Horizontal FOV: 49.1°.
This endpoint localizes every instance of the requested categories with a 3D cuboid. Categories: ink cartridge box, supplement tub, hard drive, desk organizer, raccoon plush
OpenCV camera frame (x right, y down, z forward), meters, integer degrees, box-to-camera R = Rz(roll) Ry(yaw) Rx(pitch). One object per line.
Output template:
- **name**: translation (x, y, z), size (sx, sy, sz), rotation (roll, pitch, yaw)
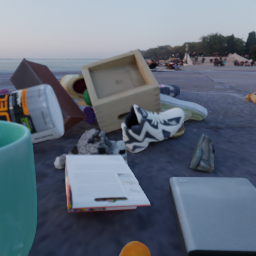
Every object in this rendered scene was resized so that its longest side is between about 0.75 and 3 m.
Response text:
- **ink cartridge box**: translation (-0.382, 0.840, 3.918), size (0.933, 0.431, 1.712), rotation (2, 14, -14)
- **supplement tub**: translation (-2.457, -0.137, 5.934), size (1.950, 1.195, 1.195), rotation (-15, 16, -4)
- **hard drive**: translation (1.175, 1.069, 3.423), size (1.174, 0.277, 1.682), rotation (1, 14, 2)
- **desk organizer**: translation (-2.204, -0.827, 7.716), size (2.228, 0.799, 0.858), rotation (50, 21, 19)
- **raccoon plush**: translation (-0.630, 0.516, 5.331), size (1.284, 0.860, 0.621), rotation (-19, 50, 25)

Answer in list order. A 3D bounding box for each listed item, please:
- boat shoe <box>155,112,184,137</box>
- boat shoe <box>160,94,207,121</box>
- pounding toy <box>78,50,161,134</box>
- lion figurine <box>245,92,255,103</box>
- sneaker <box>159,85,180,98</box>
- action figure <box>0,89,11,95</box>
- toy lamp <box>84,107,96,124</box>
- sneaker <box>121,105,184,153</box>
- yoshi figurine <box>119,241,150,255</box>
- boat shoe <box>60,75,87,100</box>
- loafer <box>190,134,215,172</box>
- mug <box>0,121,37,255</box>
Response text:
- **boat shoe**: translation (0.905, -0.097, 7.159), size (0.693, 0.650, 1.925), rotation (8, 10, 37)
- **boat shoe**: translation (1.572, -0.505, 8.878), size (2.130, 0.661, 0.767), rotation (12, -10, -23)
- **pounding toy**: translation (-0.425, -0.901, 7.819), size (2.147, 1.526, 1.976), rotation (-18, 49, -4)
- **lion figurine**: translation (5.870, -1.377, 13.005), size (0.619, 0.366, 1.010), rotation (-32, 18, 11)
- **sneaker**: translation (1.450, -1.731, 13.829), size (2.124, 0.745, 0.871), rotation (1, 13, 34)
- **action figure**: translation (-4.934, -1.108, 10.353), size (1.159, 1.288, 1.730), rotation (1, 27, 30)
- **toy lamp**: translation (-0.401, -0.610, 9.306), size (2.140, 0.623, 0.623), rotation (-18, 22, -35)
- **sneaker**: translation (0.492, -0.188, 5.931), size (1.481, 0.964, 0.591), rotation (-26, 47, -1)
- **yoshi figurine**: translation (0.463, 1.268, 1.763), size (0.767, 0.764, 1.365), rotation (0, 15, -29)
- **boat shoe**: translation (-0.723, -1.302, 9.288), size (2.923, 1.082, 0.970), rotation (-8, 13, -28)
- **loafer**: translation (1.516, 0.519, 5.527), size (0.400, 0.457, 1.272), rotation (24, 26, 11)
- **mug**: translation (-1.843, 0.724, 2.517), size (1.813, 1.364, 2.206), rotation (-10, 14, -38)
